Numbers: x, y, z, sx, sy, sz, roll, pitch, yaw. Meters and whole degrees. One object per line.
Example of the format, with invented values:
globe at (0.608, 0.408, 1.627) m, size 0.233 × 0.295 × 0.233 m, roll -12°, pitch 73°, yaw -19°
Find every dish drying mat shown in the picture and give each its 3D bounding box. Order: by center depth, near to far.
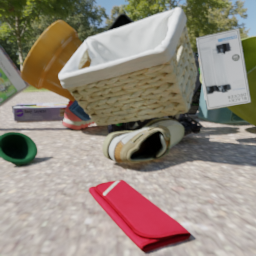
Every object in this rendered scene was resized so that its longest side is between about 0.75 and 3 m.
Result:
dish drying mat at (0.036, 1.064, 3.749) m, size 0.659 × 0.156 × 1.716 m, roll -4°, pitch 11°, yaw -26°

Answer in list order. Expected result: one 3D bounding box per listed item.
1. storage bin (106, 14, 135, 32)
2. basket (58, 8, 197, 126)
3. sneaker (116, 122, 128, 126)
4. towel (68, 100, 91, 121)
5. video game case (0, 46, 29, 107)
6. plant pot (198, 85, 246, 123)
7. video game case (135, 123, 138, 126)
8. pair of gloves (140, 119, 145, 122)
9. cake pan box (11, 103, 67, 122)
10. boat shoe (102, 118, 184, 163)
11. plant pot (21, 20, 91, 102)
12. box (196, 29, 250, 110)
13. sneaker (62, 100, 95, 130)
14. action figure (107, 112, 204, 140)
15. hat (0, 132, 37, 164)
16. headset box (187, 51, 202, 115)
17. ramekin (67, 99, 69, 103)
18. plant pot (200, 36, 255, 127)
storage bin at (-0.270, -2.889, 9.043) m, size 0.914 × 1.352 × 0.634 m, roll 38°, pitch 18°, yaw -14°
basket at (0.115, -1.275, 6.485) m, size 2.690 × 1.660 × 1.823 m, roll -7°, pitch 42°, yaw 30°
sneaker at (0.032, -0.682, 9.504) m, size 0.835 × 0.942 × 2.254 m, roll -27°, pitch -9°, yaw -28°
towel at (-1.056, -0.749, 8.409) m, size 1.437 × 0.802 × 0.349 m, roll -34°, pitch 31°, yaw 28°
video game case at (-5.036, -1.642, 9.295) m, size 2.621 × 2.386 × 0.289 m, roll -33°, pitch 8°, yaw 7°
plant pot at (4.132, -1.003, 11.348) m, size 1.740 × 1.744 × 1.777 m, roll -3°, pitch 21°, yaw -18°
video game case at (0.134, -0.522, 11.617) m, size 1.688 × 0.217 × 1.857 m, roll 6°, pitch 21°, yaw 24°
pair of gloves at (1.116, -0.561, 9.470) m, size 1.563 × 0.322 × 1.838 m, roll -32°, pitch -7°, yaw 20°
cake pan box at (-3.887, -0.742, 12.601) m, size 2.482 × 0.649 × 2.286 m, roll -3°, pitch 8°, yaw -17°
boat shoe at (0.563, 0.346, 6.189) m, size 2.268 × 0.847 × 0.776 m, roll -17°, pitch 25°, yaw -38°
plant pot at (-1.867, -1.854, 8.946) m, size 2.039 × 2.227 × 2.227 m, roll 35°, pitch 7°, yaw -8°
box at (2.556, -1.527, 7.593) m, size 1.136 × 1.948 × 0.586 m, roll -8°, pitch 2°, yaw 13°
sneaker at (-1.245, -0.723, 10.294) m, size 0.943 × 1.110 × 2.559 m, roll 24°, pitch 28°, yaw 32°
action figure at (0.913, -0.243, 7.727) m, size 2.771 × 1.414 × 1.647 m, roll -11°, pitch 11°, yaw -31°
hat at (-2.584, 0.663, 6.213) m, size 0.850 × 0.903 × 1.026 m, roll -10°, pitch 52°, yaw -44°
headset box at (2.717, -2.242, 12.889) m, size 1.167 × 2.516 × 2.191 m, roll -2°, pitch 40°, yaw -44°
ramekin at (-2.543, -1.048, 13.360) m, size 0.494 × 1.011 × 1.011 m, roll -13°, pitch 14°, yaw -22°
plant pot at (4.060, -1.293, 9.295) m, size 2.346 × 2.507 × 2.346 m, roll -34°, pitch 26°, yaw 19°
